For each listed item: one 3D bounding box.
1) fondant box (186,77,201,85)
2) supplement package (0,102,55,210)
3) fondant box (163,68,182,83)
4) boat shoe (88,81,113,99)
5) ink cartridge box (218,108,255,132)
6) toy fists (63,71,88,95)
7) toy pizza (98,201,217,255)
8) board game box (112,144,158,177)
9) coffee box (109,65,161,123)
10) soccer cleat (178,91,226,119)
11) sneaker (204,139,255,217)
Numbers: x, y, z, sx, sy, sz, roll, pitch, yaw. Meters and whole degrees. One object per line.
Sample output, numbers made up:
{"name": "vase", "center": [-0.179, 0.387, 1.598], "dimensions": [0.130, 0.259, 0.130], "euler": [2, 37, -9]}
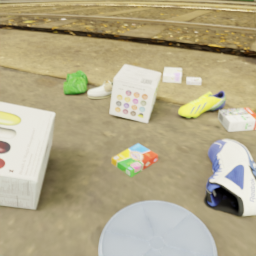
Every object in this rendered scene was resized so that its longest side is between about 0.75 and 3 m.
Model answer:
{"name": "fondant box", "center": [3.605, -2.565, 15.396], "dimensions": [0.772, 0.225, 0.557], "euler": [4, 32, 8]}
{"name": "supplement package", "center": [-3.335, 0.669, 7.394], "dimensions": [2.308, 1.697, 2.207], "euler": [11, 49, -11]}
{"name": "fondant box", "center": [2.526, -3.008, 15.948], "dimensions": [1.007, 0.406, 1.396], "euler": [5, 33, 8]}
{"name": "boat shoe", "center": [-1.010, -1.989, 13.959], "dimensions": [2.142, 0.732, 0.800], "euler": [-14, 34, -22]}
{"name": "ink cartridge box", "center": [4.860, -0.374, 11.532], "dimensions": [1.976, 0.497, 1.076], "euler": [-4, 32, -5]}
{"name": "toy fists", "center": [-2.694, -2.391, 14.626], "dimensions": [1.112, 0.750, 2.182], "euler": [-2, 30, -4]}
{"name": "toy pizza", "center": [0.659, 2.778, 6.468], "dimensions": [2.665, 0.422, 2.665], "euler": [-1, 32, 1]}
{"name": "board game box", "center": [0.226, 1.063, 9.430], "dimensions": [1.260, 0.254, 0.964], "euler": [-26, 40, -36]}
{"name": "coffee box", "center": [0.317, -1.477, 11.993], "dimensions": [1.710, 1.694, 1.713], "euler": [15, 34, 6]}
{"name": "soccer cleat", "center": [3.212, -1.074, 12.191], "dimensions": [2.426, 1.015, 0.784], "euler": [-14, 34, -22]}
{"name": "sneaker", "center": [2.799, 1.414, 7.995], "dimensions": [1.653, 1.156, 2.862], "euler": [-5, 33, -12]}
